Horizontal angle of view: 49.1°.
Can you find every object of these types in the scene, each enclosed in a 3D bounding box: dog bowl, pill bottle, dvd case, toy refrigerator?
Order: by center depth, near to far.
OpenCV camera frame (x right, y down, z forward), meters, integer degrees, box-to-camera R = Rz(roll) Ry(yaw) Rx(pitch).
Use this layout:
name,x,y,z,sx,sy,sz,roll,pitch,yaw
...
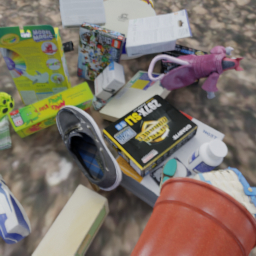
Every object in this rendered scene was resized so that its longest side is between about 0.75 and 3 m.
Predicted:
name,x,y,z,sx,sy,sz,roll,pitch,yaw
toy refrigerator,-1.414,2.755,6.570,0.898,0.974,2.566,24,59,15
pill bottle,1.886,0.698,6.657,0.590,0.986,0.590,8,58,-13
dvd case,-0.882,-0.984,9.643,0.827,0.091,0.603,-28,60,-17
dog bowl,-0.190,-3.969,11.100,2.616,1.030,2.616,0,56,0

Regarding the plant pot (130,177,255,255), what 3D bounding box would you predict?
name,x,y,z,sx,sy,sz,roll,pitch,yaw
plant pot,1.026,2.432,5.238,2.170,2.170,2.111,30,53,19

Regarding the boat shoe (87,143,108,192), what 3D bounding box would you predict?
name,x,y,z,sx,sy,sz,roll,pitch,yaw
boat shoe,-0.999,0.653,8.092,0.856,0.858,2.377,-17,53,-10

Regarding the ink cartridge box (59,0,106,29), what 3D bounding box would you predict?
name,x,y,z,sx,sy,sz,roll,pitch,yaw
ink cartridge box,-1.639,-4.460,9.711,1.495,0.441,1.868,-9,94,-14

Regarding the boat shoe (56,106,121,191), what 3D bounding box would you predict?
name,x,y,z,sx,sy,sz,roll,pitch,yaw
boat shoe,-1.188,0.389,7.088,0.964,0.914,2.758,-37,65,7

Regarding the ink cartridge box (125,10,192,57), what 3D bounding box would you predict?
name,x,y,z,sx,sy,sz,roll,pitch,yaw
ink cartridge box,0.987,-3.131,9.220,2.039,0.414,2.035,-6,43,12

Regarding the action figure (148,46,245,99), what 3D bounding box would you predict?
name,x,y,z,sx,sy,sz,roll,pitch,yaw
action figure,1.977,-1.751,7.649,2.301,1.714,1.542,-1,73,43

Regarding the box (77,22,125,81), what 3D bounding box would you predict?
name,x,y,z,sx,sy,sz,roll,pitch,yaw
box,-0.951,-2.363,9.294,1.372,2.009,0.379,18,52,1

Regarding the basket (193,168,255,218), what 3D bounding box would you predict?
name,x,y,z,sx,sy,sz,roll,pitch,yaw
basket,2.076,1.806,6.056,2.129,1.877,1.481,4,47,-26

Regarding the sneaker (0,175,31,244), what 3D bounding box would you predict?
name,x,y,z,sx,sy,sz,roll,pitch,yaw
sneaker,-3.726,2.055,7.090,1.564,1.094,2.708,-37,57,-18

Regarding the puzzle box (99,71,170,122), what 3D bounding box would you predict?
name,x,y,z,sx,sy,sz,roll,pitch,yaw
puzzle box,0.367,-1.003,9.178,1.574,0.301,2.366,17,54,38

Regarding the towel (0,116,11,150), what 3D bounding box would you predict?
name,x,y,z,sx,sy,sz,roll,pitch,yaw
towel,-4.201,0.194,8.749,0.963,0.198,1.291,-17,56,-9

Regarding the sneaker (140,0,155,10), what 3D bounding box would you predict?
name,x,y,z,sx,sy,sz,roll,pitch,yaw
sneaker,0.616,-5.736,12.600,0.638,0.530,1.415,-21,57,-21

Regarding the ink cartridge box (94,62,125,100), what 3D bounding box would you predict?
name,x,y,z,sx,sy,sz,roll,pitch,yaw
ink cartridge box,-0.620,-1.521,9.178,0.447,1.061,0.767,19,52,-35

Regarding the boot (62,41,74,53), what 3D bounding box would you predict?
name,x,y,z,sx,sy,sz,roll,pitch,yaw
boot,-2.505,-2.865,10.634,0.924,0.303,0.761,-10,76,3

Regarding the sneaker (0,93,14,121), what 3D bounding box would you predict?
name,x,y,z,sx,sy,sz,roll,pitch,yaw
sneaker,-4.132,-0.307,8.467,0.784,0.695,1.876,-17,45,41

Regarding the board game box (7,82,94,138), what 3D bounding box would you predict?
name,x,y,z,sx,sy,sz,roll,pitch,yaw
board game box,-2.307,-0.525,8.583,2.403,1.221,0.572,-26,87,-17

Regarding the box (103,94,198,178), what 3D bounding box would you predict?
name,x,y,z,sx,sy,sz,roll,pitch,yaw
box,0.581,0.126,7.433,1.994,0.492,1.593,-34,57,-21

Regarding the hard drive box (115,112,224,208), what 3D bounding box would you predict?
name,x,y,z,sx,sy,sz,roll,pitch,yaw
hard drive box,1.103,0.835,7.846,2.023,0.997,2.595,30,60,20

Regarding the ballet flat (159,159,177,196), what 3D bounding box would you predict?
name,x,y,z,sx,sy,sz,roll,pitch,yaw
ballet flat,0.928,1.204,6.761,0.338,0.312,1.001,22,59,5

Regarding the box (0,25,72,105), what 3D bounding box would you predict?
name,x,y,z,sx,sy,sz,roll,pitch,yaw
box,-2.774,-1.930,8.592,1.682,2.867,0.694,-4,54,-4

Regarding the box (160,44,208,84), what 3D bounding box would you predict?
name,x,y,z,sx,sy,sz,roll,pitch,yaw
box,1.858,-2.201,9.628,1.475,1.464,0.366,19,70,13
